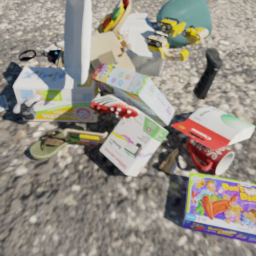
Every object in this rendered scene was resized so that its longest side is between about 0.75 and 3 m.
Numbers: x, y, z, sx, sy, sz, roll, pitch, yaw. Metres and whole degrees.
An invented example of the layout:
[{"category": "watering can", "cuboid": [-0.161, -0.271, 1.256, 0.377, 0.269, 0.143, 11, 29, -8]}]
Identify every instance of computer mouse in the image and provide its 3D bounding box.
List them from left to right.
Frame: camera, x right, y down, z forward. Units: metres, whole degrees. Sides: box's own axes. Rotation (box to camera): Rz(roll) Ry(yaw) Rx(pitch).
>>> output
[{"category": "computer mouse", "cuboid": [-3.548, -3.016, 11.967, 2.214, 0.649, 0.377, 1, 2, -3]}]

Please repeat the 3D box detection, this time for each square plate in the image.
[{"category": "square plate", "cuboid": [-1.663, -2.898, 9.103, 0.370, 2.602, 2.577, -2, 19, -24]}]

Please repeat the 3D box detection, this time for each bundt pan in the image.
[{"category": "bundt pan", "cuboid": [-1.078, -2.279, 11.650, 2.089, 2.089, 0.784, 28, 76, 26]}]

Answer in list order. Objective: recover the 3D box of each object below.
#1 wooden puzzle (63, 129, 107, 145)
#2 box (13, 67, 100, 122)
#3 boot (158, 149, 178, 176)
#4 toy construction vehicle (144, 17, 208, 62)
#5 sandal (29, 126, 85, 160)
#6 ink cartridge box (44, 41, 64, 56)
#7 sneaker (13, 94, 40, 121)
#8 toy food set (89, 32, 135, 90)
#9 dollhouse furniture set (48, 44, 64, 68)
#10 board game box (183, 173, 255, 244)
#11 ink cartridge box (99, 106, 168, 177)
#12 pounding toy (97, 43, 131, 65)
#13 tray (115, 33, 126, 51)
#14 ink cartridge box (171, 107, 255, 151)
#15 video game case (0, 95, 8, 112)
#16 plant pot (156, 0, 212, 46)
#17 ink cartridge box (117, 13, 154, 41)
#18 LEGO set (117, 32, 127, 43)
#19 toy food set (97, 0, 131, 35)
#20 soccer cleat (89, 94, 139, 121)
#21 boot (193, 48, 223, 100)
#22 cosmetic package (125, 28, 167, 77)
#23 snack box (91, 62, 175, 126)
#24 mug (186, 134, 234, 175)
[{"category": "wooden puzzle", "cuboid": [-1.450, 0.348, 9.529, 1.419, 1.312, 0.264, 3, 75, -6]}, {"category": "box", "cuboid": [-2.641, -1.317, 11.025, 2.970, 1.671, 1.505, 1, 41, 2]}, {"category": "boot", "cuboid": [1.522, 1.182, 9.527, 0.492, 0.379, 1.014, 38, 64, 18]}, {"category": "toy construction vehicle", "cuboid": [1.665, -3.193, 10.216, 2.125, 0.748, 1.850, 28, 56, 35]}, {"category": "sandal", "cuboid": [-2.560, 0.379, 10.086, 2.170, 0.619, 0.862, -31, 54, -29]}, {"category": "ink cartridge box", "cuboid": [-3.224, -4.053, 14.734, 1.547, 0.393, 1.756, 31, 53, 28]}, {"category": "sneaker", "cuboid": [-3.536, -0.728, 10.264, 1.302, 0.741, 0.491, -24, 39, 24]}, {"category": "toy food set", "cuboid": [-0.887, -2.581, 10.572, 1.580, 0.665, 2.201, -24, 78, -32]}, {"category": "dollhouse furniture set", "cuboid": [-2.801, -2.884, 11.927, 1.020, 1.026, 1.455, 16, 6, -23]}, {"category": "board game box", "cuboid": [2.926, 2.322, 8.183, 2.451, 0.549, 1.648, 9, 45, 9]}, {"category": "ink cartridge box", "cuboid": [0.165, 0.449, 9.141, 1.351, 0.784, 1.866, 39, 97, 29]}, {"category": "pounding toy", "cuboid": [-0.294, -2.451, 9.429, 1.066, 0.488, 0.936, -9, 20, 37]}, {"category": "tray", "cuboid": [-0.328, -3.186, 12.774, 0.382, 1.017, 2.061, -19, 65, 30]}, {"category": "ink cartridge box", "cuboid": [2.996, -0.078, 9.901, 2.372, 0.594, 1.909, -9, 31, -41]}, {"category": "video game case", "cuboid": [-5.595, -0.971, 11.829, 0.880, 0.111, 0.965, -19, 49, -19]}, {"category": "plant pot", "cuboid": [2.792, -5.644, 14.883, 2.182, 2.719, 2.719, -26, 48, 0]}, {"category": "ink cartridge box", "cuboid": [0.284, -5.273, 15.413, 1.941, 1.126, 2.630, -2, 45, -7]}, {"category": "LEGO set", "cuboid": [-0.347, -3.352, 11.666, 0.569, 1.237, 0.461, 19, 4, 36]}, {"category": "toy food set", "cuboid": [-0.635, -4.642, 12.076, 0.542, 2.205, 2.227, 33, 38, -23]}, {"category": "soccer cleat", "cuboid": [-0.397, -0.710, 8.691, 1.733, 0.594, 0.738, 10, 57, 29]}, {"category": "boot", "cuboid": [2.644, -1.834, 9.536, 0.477, 1.454, 1.198, 11, 41, -4]}, {"category": "cosmetic package", "cuboid": [0.713, -3.210, 12.002, 1.663, 1.392, 1.383, 8, 67, 1]}, {"category": "snack box", "cuboid": [0.284, -1.102, 9.620, 1.950, 2.742, 0.726, 23, 84, 32]}, {"category": "mug", "cuboid": [2.626, 0.808, 9.384, 1.221, 0.918, 1.376, 5, 27, -47]}]
